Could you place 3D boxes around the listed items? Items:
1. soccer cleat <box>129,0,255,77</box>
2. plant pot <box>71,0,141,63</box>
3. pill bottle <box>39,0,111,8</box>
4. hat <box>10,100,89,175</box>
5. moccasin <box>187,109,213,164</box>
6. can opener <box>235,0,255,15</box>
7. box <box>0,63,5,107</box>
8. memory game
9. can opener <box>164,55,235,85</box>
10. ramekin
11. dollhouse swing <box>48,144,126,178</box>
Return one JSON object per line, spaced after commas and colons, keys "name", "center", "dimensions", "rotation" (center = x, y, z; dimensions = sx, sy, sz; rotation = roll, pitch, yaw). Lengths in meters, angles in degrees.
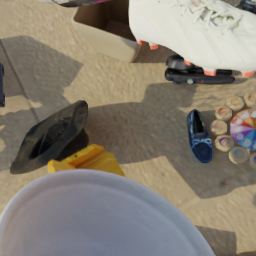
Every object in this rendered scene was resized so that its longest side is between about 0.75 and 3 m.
{"name": "soccer cleat", "center": [0.823, -1.387, 3.577], "dimensions": [0.872, 0.976, 2.516], "rotation": [-33, 43, -23]}
{"name": "plant pot", "center": [-0.224, -2.657, 7.143], "dimensions": [1.682, 1.491, 1.684], "rotation": [20, 75, 6]}
{"name": "pill bottle", "center": [-0.867, -3.033, 5.003], "dimensions": [2.667, 1.552, 1.552], "rotation": [18, 69, 47]}
{"name": "hat", "center": [-1.560, 0.407, 6.415], "dimensions": [2.246, 2.246, 0.906], "rotation": [-49, 122, -13]}
{"name": "moccasin", "center": [1.691, 0.195, 6.798], "dimensions": [0.541, 0.458, 1.344], "rotation": [-16, 74, -5]}
{"name": "can opener", "center": [2.080, -1.561, 3.812], "dimensions": [0.620, 2.357, 0.783], "rotation": [21, 102, -9]}
{"name": "box", "center": [-2.791, -0.768, 5.084], "dimensions": [0.997, 0.534, 0.740], "rotation": [-2, 85, -21]}
{"name": "memory game", "center": [3.063, -0.005, 6.700], "dimensions": [2.150, 0.137, 2.150], "rotation": [-6, 58, 10]}
{"name": "can opener", "center": [1.848, -1.374, 7.238], "dimensions": [1.883, 0.740, 0.597], "rotation": [8, 65, -7]}
{"name": "ramekin", "center": [-0.322, 1.807, 3.257], "dimensions": [2.579, 2.579, 1.354], "rotation": [28, 112, 8]}
{"name": "dollhouse swing", "center": [-0.622, 0.902, 5.009], "dimensions": [1.141, 1.104, 1.256], "rotation": [-29, 70, -12]}
